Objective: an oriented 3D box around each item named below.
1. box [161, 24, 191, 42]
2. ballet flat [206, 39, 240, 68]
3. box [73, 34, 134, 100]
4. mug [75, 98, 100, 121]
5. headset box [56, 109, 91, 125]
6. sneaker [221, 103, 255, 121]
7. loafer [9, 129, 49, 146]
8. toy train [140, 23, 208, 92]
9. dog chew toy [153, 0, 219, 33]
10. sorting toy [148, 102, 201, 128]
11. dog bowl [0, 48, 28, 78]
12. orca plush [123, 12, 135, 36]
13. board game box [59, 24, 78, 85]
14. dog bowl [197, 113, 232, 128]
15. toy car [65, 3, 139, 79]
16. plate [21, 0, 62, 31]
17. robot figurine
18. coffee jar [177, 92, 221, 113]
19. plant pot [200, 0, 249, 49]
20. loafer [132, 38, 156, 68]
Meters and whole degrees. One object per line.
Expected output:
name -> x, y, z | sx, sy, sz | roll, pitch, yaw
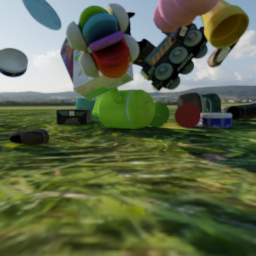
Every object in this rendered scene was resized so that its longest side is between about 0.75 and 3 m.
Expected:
box -> 1.662, -3.476, 9.776 | 0.467, 0.663, 0.896 | 3, 30, -34
ballet flat -> 4.274, -3.519, 12.012 | 0.766, 2.251, 0.757 | 30, 9, -11
box -> -0.870, -2.105, 9.335 | 1.906, 1.682, 0.922 | -20, -29, 29
mug -> -1.907, -0.905, 14.464 | 1.398, 1.052, 1.702 | 9, 0, 37
headset box -> -2.379, -0.520, 12.643 | 1.315, 0.663, 1.769 | 0, 5, -1
sneaker -> 6.448, -0.837, 15.274 | 2.720, 0.962, 1.349 | -4, 7, 9
loafer -> -2.172, 0.248, 6.104 | 0.983, 0.359, 0.349 | -5, 11, 20
toy train -> 1.733, -2.771, 10.712 | 1.677, 2.942, 1.254 | 46, 8, 37
dog chew toy -> 1.456, -3.399, 7.576 | 1.362, 1.362, 2.188 | -3, -14, -31
sorting toy -> 1.413, -0.376, 11.281 | 2.977, 1.032, 1.025 | 4, -17, 18
dog bowl -> -3.742, -2.098, 9.020 | 0.981, 0.981, 0.386 | -3, -29, -27
orca plush -> -0.117, -3.210, 11.128 | 0.938, 2.638, 1.388 | 14, 27, -15
board game box -> -1.633, -3.034, 11.901 | 0.568, 2.306, 2.919 | 30, -24, 24
dog bowl -> 3.441, -0.314, 11.186 | 1.309, 0.516, 1.309 | 0, 5, 0
toy car -> -0.562, -2.112, 7.067 | 1.629, 1.861, 1.396 | -26, 30, -4
plate -> -2.696, -3.573, 8.666 | 0.188, 1.472, 1.472 | -32, -11, 27
robot figurine -> -0.096, -0.674, 10.114 | 2.416, 1.398, 2.120 | 2, -25, 35
coffee jar -> 3.523, -1.021, 13.865 | 1.186, 1.450, 2.780 | -6, -1, 41
plant pot -> 2.760, -3.236, 8.416 | 1.245, 1.171, 1.245 | -15, -33, -10
loafer -> 0.782, -3.210, 12.094 | 2.973, 1.085, 1.061 | 7, -35, -17
